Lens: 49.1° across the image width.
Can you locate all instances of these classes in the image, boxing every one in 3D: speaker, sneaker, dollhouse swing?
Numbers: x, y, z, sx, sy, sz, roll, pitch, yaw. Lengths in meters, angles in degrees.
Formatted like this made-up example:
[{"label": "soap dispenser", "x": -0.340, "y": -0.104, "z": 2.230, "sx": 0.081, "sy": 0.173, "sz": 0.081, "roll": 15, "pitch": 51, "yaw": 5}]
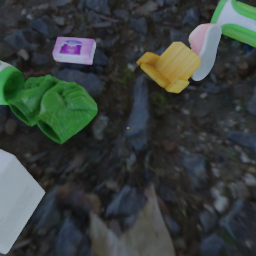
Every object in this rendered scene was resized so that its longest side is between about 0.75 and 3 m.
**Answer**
[{"label": "speaker", "x": 4.041, "y": -3.196, "z": 8.933, "sx": 2.633, "sy": 1.164, "sz": 1.164, "roll": 28, "pitch": 67, "yaw": 13}, {"label": "sneaker", "x": 2.206, "y": -2.351, "z": 8.597, "sx": 0.634, "sy": 1.684, "sz": 0.880, "roll": 4, "pitch": 23, "yaw": -27}, {"label": "speaker", "x": -4.508, "y": -1.575, "z": 8.094, "sx": 2.798, "sy": 1.237, "sz": 1.237, "roll": 20, "pitch": 65, "yaw": 9}, {"label": "dollhouse swing", "x": 1.233, "y": -1.850, "z": 7.970, "sx": 1.301, "sy": 1.182, "sz": 1.144, "roll": 48, "pitch": 115, "yaw": 20}]

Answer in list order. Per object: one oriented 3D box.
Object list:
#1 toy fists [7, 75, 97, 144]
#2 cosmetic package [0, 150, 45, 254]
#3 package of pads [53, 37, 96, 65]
[{"label": "toy fists", "x": -1.987, "y": -0.672, "z": 7.356, "sx": 2.832, "sy": 0.974, "sz": 1.443, "roll": 21, "pitch": 54, "yaw": 41}, {"label": "cosmetic package", "x": -3.087, "y": 1.407, "z": 5.903, "sx": 1.604, "sy": 1.917, "sz": 1.595, "roll": 19, "pitch": 60, "yaw": 16}, {"label": "package of pads", "x": -1.655, "y": -2.406, "z": 8.729, "sx": 1.221, "sy": 0.462, "sz": 0.736, "roll": 6, "pitch": 67, "yaw": 6}]
